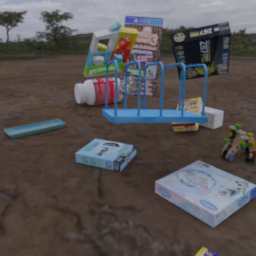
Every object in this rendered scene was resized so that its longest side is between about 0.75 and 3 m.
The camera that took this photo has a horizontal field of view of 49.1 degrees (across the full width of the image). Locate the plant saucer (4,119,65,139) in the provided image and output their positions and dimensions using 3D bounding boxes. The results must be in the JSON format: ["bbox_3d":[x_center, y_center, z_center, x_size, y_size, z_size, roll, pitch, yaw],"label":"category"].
[{"bbox_3d":[-4.143,0.021,12.563,2.521,0.239,0.881,-15,25,-34],"label":"plant saucer"}]

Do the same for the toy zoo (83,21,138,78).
[{"bbox_3d":[-0.523,-2.323,8.435,1.361,2.075,0.212,-14,67,-26],"label":"toy zoo"}]

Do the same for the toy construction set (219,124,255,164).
[{"bbox_3d":[3.977,0.381,10.028,1.372,1.264,1.645,2,19,4],"label":"toy construction set"}]

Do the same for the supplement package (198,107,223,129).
[{"bbox_3d":[3.696,-0.515,13.266,0.766,0.738,1.347,-16,25,-38],"label":"supplement package"}]

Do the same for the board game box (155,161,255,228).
[{"bbox_3d":[2.088,1.678,7.656,1.931,0.421,1.940,-15,25,-36],"label":"board game box"}]

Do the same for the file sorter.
[{"bbox_3d":[0.662,-1.004,7.755,2.540,1.558,1.763,-1,9,-13],"label":"file sorter"}]

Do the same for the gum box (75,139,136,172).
[{"bbox_3d":[-0.752,0.916,9.846,1.688,0.376,1.434,8,21,21],"label":"gum box"}]

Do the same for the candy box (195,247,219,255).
[{"bbox_3d":[1.523,2.777,4.353,1.565,0.603,1.323,16,26,39],"label":"candy box"}]

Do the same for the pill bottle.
[{"bbox_3d":[-1.763,-2.159,16.719,2.658,1.492,1.492,-10,22,-26],"label":"pill bottle"}]

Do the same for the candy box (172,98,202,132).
[{"bbox_3d":[2.703,-0.617,12.695,1.048,0.502,1.815,-3,41,27],"label":"candy box"}]

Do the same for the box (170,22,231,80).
[{"bbox_3d":[2.361,-2.368,9.036,1.704,0.519,2.114,-8,-24,13],"label":"box"}]

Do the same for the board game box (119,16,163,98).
[{"bbox_3d":[0.489,-2.739,11.449,1.411,2.914,2.323,5,7,1],"label":"board game box"}]
